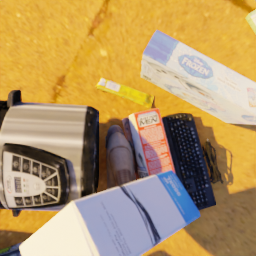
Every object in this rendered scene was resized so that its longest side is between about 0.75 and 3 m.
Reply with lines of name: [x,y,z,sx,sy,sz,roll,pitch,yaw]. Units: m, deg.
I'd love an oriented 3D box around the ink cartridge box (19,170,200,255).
ink cartridge box: [-0.247,1.898,5.142,1.945,2.690,1.133,-44,66,33]

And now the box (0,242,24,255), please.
box: [-2.989,4.185,7.438,2.445,0.541,1.959,-19,89,0]

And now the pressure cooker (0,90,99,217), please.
pressure cooker: [-2.108,0.678,6.505,2.866,2.560,2.521,4,61,-4]

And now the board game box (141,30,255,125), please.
board game box: [1.635,-0.968,6.458,2.757,2.770,0.601,29,93,0]

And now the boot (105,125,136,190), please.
boot: [-0.226,1.085,7.254,0.795,2.264,1.655,-3,53,-12]

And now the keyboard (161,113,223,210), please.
keyboard: [1.794,0.817,7.373,1.357,0.517,2.607,-13,85,-17]

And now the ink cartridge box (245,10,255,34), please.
ink cartridge box: [3.958,-2.821,7.780,0.859,0.283,1.181,-30,87,-1]

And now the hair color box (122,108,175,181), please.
hair color box: [0.541,0.725,7.121,0.718,1.245,2.246,-13,88,-14]

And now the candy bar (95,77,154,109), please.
candy bar: [-0.093,-0.987,7.745,1.648,0.183,0.411,19,73,0]
